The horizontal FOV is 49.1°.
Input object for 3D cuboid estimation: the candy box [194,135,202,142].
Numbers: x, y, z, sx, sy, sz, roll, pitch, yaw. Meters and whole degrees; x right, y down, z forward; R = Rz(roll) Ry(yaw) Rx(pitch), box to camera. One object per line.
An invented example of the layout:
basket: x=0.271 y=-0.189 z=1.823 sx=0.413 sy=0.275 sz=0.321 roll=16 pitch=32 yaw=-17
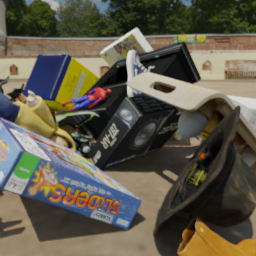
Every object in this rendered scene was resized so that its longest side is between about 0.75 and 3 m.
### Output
candy box: x=2.308 y=0.188 z=7.542 sx=0.877 sy=0.399 sz=1.037 roll=-5 pitch=27 yaw=-31

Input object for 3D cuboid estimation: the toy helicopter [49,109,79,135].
toy helicopter: x=-2.280 y=-0.263 z=9.655 sx=1.572 sy=0.937 sz=2.377 roll=14 pitch=17 yaw=-12

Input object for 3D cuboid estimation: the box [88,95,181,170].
box: x=0.419 y=0.007 z=6.588 sx=2.321 sy=1.859 sz=0.505 roll=-13 pitch=58 yaw=-46

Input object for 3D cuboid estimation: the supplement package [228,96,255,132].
supplement package: x=3.784 y=-0.310 z=8.808 sx=1.367 sy=1.005 sz=1.307 roll=4 pitch=22 yaw=-17

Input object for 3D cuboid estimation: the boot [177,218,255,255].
boot: x=0.998 y=1.272 z=3.020 sx=0.779 sy=0.383 sz=1.088 roll=51 pitch=36 yaw=11

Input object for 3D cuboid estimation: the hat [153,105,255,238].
hat: x=1.156 y=0.784 z=3.677 sx=0.882 sy=2.188 sz=2.188 roll=36 pitch=21 yaw=9

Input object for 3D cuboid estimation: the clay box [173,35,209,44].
clay box: x=1.786 y=-2.503 z=7.943 sx=0.905 sy=0.215 sz=0.520 roll=-1 pitch=14 yaw=-7

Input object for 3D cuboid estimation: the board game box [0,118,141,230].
board game box: x=-1.277 y=0.589 z=4.646 sx=1.896 sy=0.483 sz=2.801 roll=30 pitch=-6 yaw=-31

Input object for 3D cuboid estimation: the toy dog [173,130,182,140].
toy dog: x=1.191 y=-0.263 z=9.418 sx=1.393 sy=0.972 sz=1.351 roll=-1 pitch=33 yaw=41

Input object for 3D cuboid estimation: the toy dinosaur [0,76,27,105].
toy dinosaur: x=-4.060 y=-0.677 z=9.413 sx=2.585 sy=1.754 sz=1.320 roll=-14 pitch=-29 yaw=6

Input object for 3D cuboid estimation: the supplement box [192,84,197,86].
supplement box: x=2.686 y=-1.006 z=11.662 sx=1.571 sy=1.043 sz=1.550 roll=-11 pitch=41 yaw=-41

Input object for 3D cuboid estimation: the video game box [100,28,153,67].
video game box: x=0.195 y=-2.143 z=9.293 sx=1.669 sy=1.832 sz=0.429 roll=-14 pitch=35 yaw=48

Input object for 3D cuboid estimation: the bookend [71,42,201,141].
bookend: x=0.155 y=-0.900 z=7.917 sx=2.711 sy=1.256 sz=2.728 roll=-2 pitch=41 yaw=46

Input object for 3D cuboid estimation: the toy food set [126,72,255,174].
toy food set: x=1.343 y=0.063 z=5.245 sx=2.699 sy=0.815 sz=1.936 roll=39 pitch=-3 yaw=-33

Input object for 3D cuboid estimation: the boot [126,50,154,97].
boot: x=0.334 y=-1.348 z=6.968 sx=0.617 sy=1.366 sz=0.497 roll=-8 pitch=-17 yaw=24

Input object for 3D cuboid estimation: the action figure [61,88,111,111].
action figure: x=-1.090 y=-0.745 z=7.545 sx=1.351 sy=0.442 sz=0.349 roll=-24 pitch=-24 yaw=-6

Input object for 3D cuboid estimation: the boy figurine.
boy figurine: x=-2.308 y=0.133 z=6.107 sx=0.911 sy=1.758 sz=2.828 roll=29 pitch=-6 yaw=40

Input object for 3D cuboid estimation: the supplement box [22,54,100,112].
supplement box: x=-1.747 y=-1.118 z=9.070 sx=1.417 sy=1.426 sz=2.604 roll=11 pitch=-13 yaw=36

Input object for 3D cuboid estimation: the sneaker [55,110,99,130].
sneaker: x=-1.261 y=-0.189 z=6.917 sx=1.136 sy=0.470 sz=0.407 roll=-2 pitch=0 yaw=-27

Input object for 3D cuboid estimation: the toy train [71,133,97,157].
toy train: x=-1.135 y=0.463 z=7.520 sx=0.703 sy=0.526 sz=1.234 roll=8 pitch=6 yaw=-25
